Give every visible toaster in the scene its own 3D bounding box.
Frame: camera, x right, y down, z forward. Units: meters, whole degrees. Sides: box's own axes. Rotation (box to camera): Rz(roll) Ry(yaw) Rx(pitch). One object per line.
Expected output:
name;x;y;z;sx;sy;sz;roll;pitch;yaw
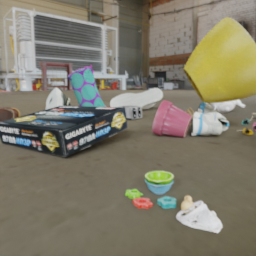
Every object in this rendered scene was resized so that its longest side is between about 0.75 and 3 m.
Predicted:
toaster;0.053;-0.695;12.700;0.973;0.577;0.879;7;11;36

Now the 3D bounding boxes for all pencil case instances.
pencil case;-1.427;-1.177;10.630;1.027;2.222;0.946;-24;5;-15

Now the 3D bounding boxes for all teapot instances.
teapot;5.074;-1.317;14.835;1.480;1.095;1.500;27;-48;-30

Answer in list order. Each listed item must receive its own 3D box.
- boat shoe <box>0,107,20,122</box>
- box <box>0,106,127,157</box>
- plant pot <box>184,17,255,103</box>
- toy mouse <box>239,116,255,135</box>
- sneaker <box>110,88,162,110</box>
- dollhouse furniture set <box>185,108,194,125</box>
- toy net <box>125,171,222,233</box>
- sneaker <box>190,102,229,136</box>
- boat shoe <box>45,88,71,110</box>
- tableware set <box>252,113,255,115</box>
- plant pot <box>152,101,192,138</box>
boat shoe;-4.970;-0.372;10.269;2.109;0.742;0.741;-6;-7;23
box;-1.799;-0.049;7.663;2.830;0.651;2.249;5;19;39
plant pot;2.727;-1.728;8.404;1.735;2.445;2.445;-31;5;11
toy mouse;3.924;-0.055;9.023;0.798;0.709;0.154;17;-26;8
sneaker;0.386;-1.356;15.906;2.931;1.080;1.694;-12;-8;-9
dollhouse furniture set;2.378;-0.366;11.262;0.552;0.647;1.247;-39;-5;22
toy net;0.588;0.979;3.837;0.799;0.294;1.523;-5;11;-29
sneaker;2.792;-0.201;9.386;1.093;0.945;2.522;10;21;17
boat shoe;-2.642;-0.710;10.980;0.951;1.056;2.988;33;17;-25
tableware set;6.859;-0.446;12.105;2.479;0.288;2.070;-5;11;-26
plant pot;1.393;-0.190;8.667;0.984;1.100;1.100;21;15;15
